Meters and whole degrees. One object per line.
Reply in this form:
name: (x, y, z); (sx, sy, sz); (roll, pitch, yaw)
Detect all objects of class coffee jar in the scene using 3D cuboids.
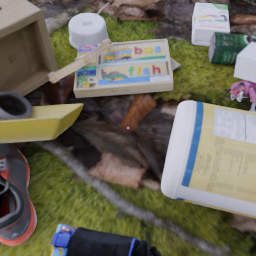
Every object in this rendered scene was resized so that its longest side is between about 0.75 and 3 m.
coffee jar: (3.597, -2.470, 8.894); (1.926, 0.822, 1.004); (7, 53, 6)

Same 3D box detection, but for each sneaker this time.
sneaker: (-2.801, 1.076, 6.221); (1.104, 1.173, 2.865); (-26, 57, -16)

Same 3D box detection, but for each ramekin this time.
ramekin: (-1.372, -3.319, 9.585); (1.354, 0.660, 1.354); (0, 56, 0)

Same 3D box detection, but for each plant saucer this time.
plant saucer: (-2.395, -0.114, 6.779); (2.332, 0.565, 2.332); (-4, 12, 3)

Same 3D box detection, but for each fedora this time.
fedora: (-3.120, -0.458, 7.375); (0.963, 0.492, 1.089); (43, 25, -5)

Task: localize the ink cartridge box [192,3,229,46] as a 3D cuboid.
ink cartridge box: (2.863, -3.618, 9.785); (1.136, 0.659, 1.569); (7, 56, 5)

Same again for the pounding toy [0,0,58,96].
pounding toy: (-3.827, -2.188, 7.563); (1.998, 2.587, 2.810); (38, 62, 25)

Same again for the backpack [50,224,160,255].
backpack: (-0.475, 2.986, 4.407); (1.665, 2.260, 2.475); (5, 66, 14)

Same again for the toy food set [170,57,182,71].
toy food set: (1.132, -1.881, 8.862); (0.928, 0.280, 0.666); (-35, 60, -12)

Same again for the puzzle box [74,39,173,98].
puzzle box: (-0.147, -1.874, 8.585); (2.902, 0.369, 1.930); (-4, 56, 3)

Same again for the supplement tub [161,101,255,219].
supplement tub: (2.337, 0.709, 5.916); (2.973, 2.150, 2.150); (12, 56, 7)

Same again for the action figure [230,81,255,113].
action figure: (3.474, -1.081, 7.709); (1.596, 1.188, 1.069); (-8, 39, -35)

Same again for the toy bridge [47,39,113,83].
toy bridge: (-1.342, -1.940, 8.124); (2.190, 0.298, 0.736); (-37, 23, -16)

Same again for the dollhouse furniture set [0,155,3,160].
dollhouse furniture set: (-3.783, 0.534, 6.484); (1.456, 1.100, 2.705); (-38, 57, -23)

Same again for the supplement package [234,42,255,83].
supplement package: (3.501, -1.748, 7.567); (0.864, 0.665, 0.904); (28, 53, 32)
